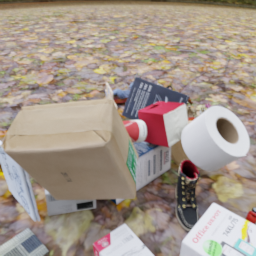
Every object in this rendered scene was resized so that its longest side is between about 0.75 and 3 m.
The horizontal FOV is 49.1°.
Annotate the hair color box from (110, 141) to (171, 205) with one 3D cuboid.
[{"bbox_3d":[0.340,1.381,10.258,2.844,1.422,0.861,-25,37,-34],"label":"hair color box"}]

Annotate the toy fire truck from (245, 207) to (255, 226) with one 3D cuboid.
[{"bbox_3d":[3.941,3.081,8.450,0.943,0.689,1.072,26,30,34],"label":"toy fire truck"}]

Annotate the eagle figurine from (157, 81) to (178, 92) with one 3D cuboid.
[{"bbox_3d":[1.661,-1.914,15.625,2.033,1.534,1.543,-23,8,-3],"label":"eagle figurine"}]

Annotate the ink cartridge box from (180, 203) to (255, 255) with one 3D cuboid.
[{"bbox_3d":[2.604,3.411,6.792,2.321,1.695,1.703,25,38,33],"label":"ink cartridge box"}]

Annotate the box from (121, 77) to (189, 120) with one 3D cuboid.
[{"bbox_3d":[1.253,-0.999,12.689,2.532,1.874,1.321,23,10,9],"label":"box"}]

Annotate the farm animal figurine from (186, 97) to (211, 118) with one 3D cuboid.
[{"bbox_3d":[3.407,-0.843,14.516,1.552,0.780,1.253,28,60,32],"label":"farm animal figurine"}]

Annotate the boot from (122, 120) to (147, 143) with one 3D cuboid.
[{"bbox_3d":[-1.026,0.252,9.775,2.088,1.048,2.895,-1,-8,-33],"label":"boot"}]

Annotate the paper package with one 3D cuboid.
[{"bbox_3d":[-1.274,0.721,7.543,2.713,2.846,1.472,-4,51,15],"label":"paper package"}]

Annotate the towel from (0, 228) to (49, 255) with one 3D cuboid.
[{"bbox_3d":[-3.083,3.587,8.002,1.175,0.211,1.220,29,40,33],"label":"towel"}]

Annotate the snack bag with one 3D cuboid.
[{"bbox_3d":[-3.607,1.577,9.003,0.260,2.286,2.425,-23,28,-35],"label":"snack bag"}]

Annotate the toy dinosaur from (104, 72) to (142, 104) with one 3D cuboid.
[{"bbox_3d":[-0.095,-1.786,16.064,2.575,2.837,1.490,21,-6,-8],"label":"toy dinosaur"}]

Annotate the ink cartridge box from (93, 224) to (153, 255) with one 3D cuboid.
[{"bbox_3d":[-0.065,3.556,7.563,1.127,0.647,1.552,-22,38,-30],"label":"ink cartridge box"}]

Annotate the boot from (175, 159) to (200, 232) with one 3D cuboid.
[{"bbox_3d":[1.944,2.125,9.013,0.724,1.490,1.979,2,35,3],"label":"boot"}]

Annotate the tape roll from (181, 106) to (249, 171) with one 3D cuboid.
[{"bbox_3d":[2.767,0.355,8.982,1.785,1.225,1.785,16,55,-24],"label":"tape roll"}]

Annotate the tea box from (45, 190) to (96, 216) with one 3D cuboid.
[{"bbox_3d":[-1.992,1.956,9.627,1.602,1.070,1.576,-6,34,-13],"label":"tea box"}]

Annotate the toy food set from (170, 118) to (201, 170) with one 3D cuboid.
[{"bbox_3d":[2.504,0.650,10.839,2.011,1.991,0.489,-26,-1,23],"label":"toy food set"}]

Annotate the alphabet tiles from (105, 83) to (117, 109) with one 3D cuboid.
[{"bbox_3d":[-0.785,-0.989,13.364,0.156,2.092,2.139,-11,32,-11],"label":"alphabet tiles"}]

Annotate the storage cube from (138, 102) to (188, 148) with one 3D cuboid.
[{"bbox_3d":[1.260,-0.149,9.820,1.176,1.376,1.237,-26,22,-34],"label":"storage cube"}]
